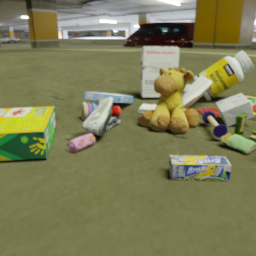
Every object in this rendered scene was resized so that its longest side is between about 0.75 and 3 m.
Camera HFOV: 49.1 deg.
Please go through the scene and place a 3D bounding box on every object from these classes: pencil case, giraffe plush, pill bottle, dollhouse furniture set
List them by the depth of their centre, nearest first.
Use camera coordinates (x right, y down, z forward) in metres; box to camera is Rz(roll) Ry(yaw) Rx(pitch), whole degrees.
[{"bbox_3d":[-1.564,0.513,9.429,0.432,0.432,0.987,15,26,35],"label":"pencil case"},{"bbox_3d":[4.035,0.159,9.645,1.057,0.810,1.614,22,29,40],"label":"dollhouse furniture set"},{"bbox_3d":[1.791,-1.303,11.565,2.415,2.270,2.799,8,22,20],"label":"giraffe plush"},{"bbox_3d":[5.039,-2.783,14.803,2.776,1.545,1.545,-33,14,16],"label":"pill bottle"}]

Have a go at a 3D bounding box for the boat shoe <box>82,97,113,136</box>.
[{"bbox_3d":[-1.083,-0.539,10.777,0.787,0.904,2.453,13,33,1],"label":"boat shoe"}]

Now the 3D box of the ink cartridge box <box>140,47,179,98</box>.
[{"bbox_3d":[1.699,-3.086,15.518,1.964,2.713,1.144,0,16,-2],"label":"ink cartridge box"}]

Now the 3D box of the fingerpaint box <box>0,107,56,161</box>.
[{"bbox_3d":[-3.764,0.138,9.556,2.255,0.992,2.703,-3,21,-8],"label":"fingerpaint box"}]

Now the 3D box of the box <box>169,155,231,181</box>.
[{"bbox_3d":[1.950,1.103,7.702,1.595,0.513,0.559,2,21,2],"label":"box"}]

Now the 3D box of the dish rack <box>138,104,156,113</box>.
[{"bbox_3d":[0.973,-0.968,13.618,0.883,0.224,1.029,6,22,13],"label":"dish rack"}]

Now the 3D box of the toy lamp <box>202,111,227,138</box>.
[{"bbox_3d":[3.261,-0.230,10.767,0.567,0.567,1.949,0,20,-1],"label":"toy lamp"}]

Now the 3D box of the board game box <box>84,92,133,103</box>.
[{"bbox_3d":[-0.886,-1.485,13.777,1.648,0.399,2.179,9,9,19],"label":"board game box"}]

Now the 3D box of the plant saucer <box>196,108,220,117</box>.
[{"bbox_3d":[3.824,-0.732,13.044,0.984,0.181,0.982,-6,22,-18],"label":"plant saucer"}]

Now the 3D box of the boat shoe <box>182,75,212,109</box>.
[{"bbox_3d":[3.082,-1.766,13.653,2.510,0.904,0.860,-41,74,-20],"label":"boat shoe"}]

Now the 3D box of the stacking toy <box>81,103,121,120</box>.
[{"bbox_3d":[-1.170,-0.729,12.446,1.772,0.757,0.757,0,19,-23],"label":"stacking toy"}]

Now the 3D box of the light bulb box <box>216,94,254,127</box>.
[{"bbox_3d":[4.448,-0.770,11.738,1.175,0.740,1.185,-21,20,14],"label":"light bulb box"}]

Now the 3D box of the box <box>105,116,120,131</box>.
[{"bbox_3d":[-0.941,-0.214,11.523,0.849,0.268,1.077,11,24,29],"label":"box"}]

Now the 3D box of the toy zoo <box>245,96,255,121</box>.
[{"bbox_3d":[5.804,-0.916,13.282,2.995,0.306,1.965,-20,29,-39],"label":"toy zoo"}]
